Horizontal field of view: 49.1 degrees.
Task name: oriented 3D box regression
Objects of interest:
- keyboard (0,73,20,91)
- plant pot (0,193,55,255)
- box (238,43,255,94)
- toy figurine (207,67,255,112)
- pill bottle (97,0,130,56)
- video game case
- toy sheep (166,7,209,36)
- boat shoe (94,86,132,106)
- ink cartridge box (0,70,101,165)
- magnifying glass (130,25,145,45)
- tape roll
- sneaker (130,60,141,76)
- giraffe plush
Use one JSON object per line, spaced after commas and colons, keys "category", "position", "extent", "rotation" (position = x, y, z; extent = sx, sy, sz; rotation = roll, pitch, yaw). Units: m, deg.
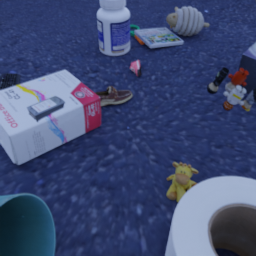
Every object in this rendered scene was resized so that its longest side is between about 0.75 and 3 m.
{"category": "keyboard", "position": [-4.511, -1.370, 9.862], "extent": [1.216, 0.197, 1.914], "rotation": [-7, 43, -7]}
{"category": "plant pot", "position": [-2.525, 2.173, 4.894], "extent": [1.611, 2.007, 2.007], "rotation": [-5, 41, 19]}
{"category": "box", "position": [5.434, -2.043, 9.358], "extent": [2.493, 1.536, 2.473], "rotation": [35, 63, 31]}
{"category": "toy figurine", "position": [2.553, -0.893, 6.759], "extent": [1.034, 0.719, 1.018], "rotation": [-6, 54, -31]}
{"category": "pill bottle", "position": [-0.583, -4.218, 11.389], "extent": [1.334, 2.229, 1.334], "rotation": [0, 43, 0]}
{"category": "video game case", "position": [1.365, -4.070, 12.597], "extent": [1.704, 0.188, 1.553], "rotation": [-13, 45, -23]}
{"category": "toy sheep", "position": [2.737, -4.863, 12.793], "extent": [2.031, 1.400, 1.400], "rotation": [1, 43, -7]}
{"category": "boat shoe", "position": [-0.562, -1.102, 9.261], "extent": [1.466, 0.528, 0.529], "rotation": [-11, 35, -13]}
{"category": "ink cartridge box", "position": [-2.422, -0.442, 8.067], "extent": [2.712, 1.161, 2.002], "rotation": [-27, 51, -33]}
{"category": "magnifying glass", "position": [0.338, -4.372, 13.076], "extent": [0.742, 0.209, 1.865], "rotation": [-13, 43, -14]}
{"category": "tape roll", "position": [1.881, 2.307, 4.837], "extent": [2.461, 1.690, 2.461], "rotation": [0, 43, 0]}
{"category": "sneaker", "position": [0.279, -2.239, 10.739], "extent": [0.423, 0.360, 0.976], "rotation": [-10, 38, 8]}
{"category": "giraffe plush", "position": [1.322, 1.226, 6.669], "extent": [0.811, 0.762, 0.940], "rotation": [-1, 43, -2]}
